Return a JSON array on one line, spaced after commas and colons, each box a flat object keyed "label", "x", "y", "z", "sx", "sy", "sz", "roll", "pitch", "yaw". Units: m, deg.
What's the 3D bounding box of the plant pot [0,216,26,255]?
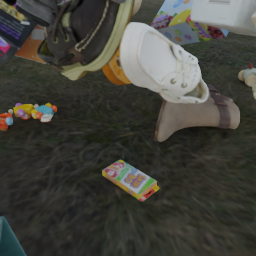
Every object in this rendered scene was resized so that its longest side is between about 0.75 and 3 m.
[{"label": "plant pot", "x": -2.125, "y": 2.203, "z": 2.888, "sx": 2.033, "sy": 1.437, "sz": 1.436, "roll": -15, "pitch": 32, "yaw": -10}]

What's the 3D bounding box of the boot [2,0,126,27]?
[{"label": "boot", "x": -0.614, "y": -1.264, "z": 2.594, "sx": 1.181, "sy": 0.777, "sz": 0.412, "roll": 23, "pitch": 0, "yaw": -19}]

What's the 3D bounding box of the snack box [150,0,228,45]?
[{"label": "snack box", "x": 2.217, "y": -3.876, "z": 8.813, "sx": 2.848, "sy": 0.964, "sz": 2.402, "roll": 16, "pitch": 73, "yaw": 56}]

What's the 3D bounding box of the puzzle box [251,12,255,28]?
[{"label": "puzzle box", "x": 2.830, "y": -1.784, "z": 4.143, "sx": 2.187, "sy": 1.455, "sz": 0.278, "roll": -48, "pitch": 29, "yaw": -8}]

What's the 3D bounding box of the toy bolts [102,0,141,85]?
[{"label": "toy bolts", "x": -0.024, "y": -2.699, "z": 6.829, "sx": 1.877, "sy": 2.585, "sz": 2.707, "roll": -18, "pitch": 47, "yaw": 34}]

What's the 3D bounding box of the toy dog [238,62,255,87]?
[{"label": "toy dog", "x": 5.225, "y": -2.205, "z": 11.038, "sx": 1.733, "sy": 0.835, "sz": 1.143, "roll": -17, "pitch": 34, "yaw": -27}]

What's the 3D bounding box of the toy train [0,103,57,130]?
[{"label": "toy train", "x": -2.926, "y": -0.246, "z": 8.058, "sx": 1.748, "sy": 0.486, "sz": 1.313, "roll": -2, "pitch": 31, "yaw": 3}]

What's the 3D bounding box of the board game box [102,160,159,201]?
[{"label": "board game box", "x": 0.051, "y": 1.099, "z": 6.010, "sx": 1.201, "sy": 0.180, "sz": 0.574, "roll": 28, "pitch": 41, "yaw": 35}]

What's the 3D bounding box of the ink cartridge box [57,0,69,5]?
[{"label": "ink cartridge box", "x": -2.307, "y": -4.117, "z": 8.616, "sx": 1.374, "sy": 1.694, "sz": 0.425, "roll": 11, "pitch": 51, "yaw": 16}]

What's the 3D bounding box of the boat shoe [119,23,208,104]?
[{"label": "boat shoe", "x": 0.614, "y": -0.757, "z": 3.661, "sx": 0.700, "sy": 0.716, "sz": 2.021, "roll": 17, "pitch": 2, "yaw": 31}]

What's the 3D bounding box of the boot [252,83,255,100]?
[{"label": "boot", "x": 3.117, "y": -0.801, "z": 5.496, "sx": 1.229, "sy": 0.573, "sz": 1.590, "roll": -20, "pitch": 10, "yaw": 29}]

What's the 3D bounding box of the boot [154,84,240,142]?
[{"label": "boot", "x": 2.001, "y": -0.377, "z": 7.840, "sx": 2.121, "sy": 1.019, "sz": 2.901, "roll": 15, "pitch": 41, "yaw": 8}]

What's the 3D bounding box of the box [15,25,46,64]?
[{"label": "box", "x": -3.297, "y": -2.848, "z": 9.036, "sx": 0.776, "sy": 1.111, "sz": 1.459, "roll": 30, "pitch": 15, "yaw": 36}]

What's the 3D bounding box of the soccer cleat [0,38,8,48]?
[{"label": "soccer cleat", "x": -3.160, "y": -1.042, "z": 5.560, "sx": 0.732, "sy": 1.999, "sz": 0.682, "roll": 29, "pitch": 8, "yaw": -25}]

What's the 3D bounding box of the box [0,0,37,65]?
[{"label": "box", "x": -3.001, "y": -3.194, "z": 7.405, "sx": 1.546, "sy": 1.341, "sz": 2.529, "roll": -6, "pitch": 54, "yaw": 55}]

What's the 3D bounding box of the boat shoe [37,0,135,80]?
[{"label": "boat shoe", "x": -0.777, "y": -1.324, "z": 4.048, "sx": 0.872, "sy": 0.985, "sz": 2.690, "roll": 13, "pitch": -14, "yaw": -25}]

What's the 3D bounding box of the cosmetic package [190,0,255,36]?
[{"label": "cosmetic package", "x": 1.970, "y": -2.164, "z": 4.732, "sx": 0.776, "sy": 1.065, "sz": 2.095, "roll": 25, "pitch": 23, "yaw": 35}]
